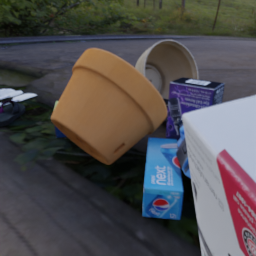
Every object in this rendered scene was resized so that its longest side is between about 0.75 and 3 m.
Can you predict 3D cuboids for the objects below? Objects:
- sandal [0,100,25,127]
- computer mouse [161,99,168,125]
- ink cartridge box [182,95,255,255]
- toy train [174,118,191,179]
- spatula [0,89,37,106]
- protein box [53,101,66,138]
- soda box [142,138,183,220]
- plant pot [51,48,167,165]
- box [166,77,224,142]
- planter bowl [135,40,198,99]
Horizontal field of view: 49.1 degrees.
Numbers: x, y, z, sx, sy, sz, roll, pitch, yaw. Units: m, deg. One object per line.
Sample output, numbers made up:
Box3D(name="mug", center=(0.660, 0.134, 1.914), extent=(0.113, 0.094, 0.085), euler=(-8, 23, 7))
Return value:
Box3D(name="sandal", center=(-4.632, -0.695, 10.901), extent=(0.873, 0.556, 2.324), euler=(-2, 21, -4))
Box3D(name="computer mouse", center=(1.846, -0.513, 10.576), extent=(1.485, 0.487, 2.115), euler=(5, 27, 5))
Box3D(name="ink cartridge box", center=(1.598, 1.406, 2.867), extent=(1.232, 2.955, 2.146), euler=(-14, 24, -2))
Box3D(name="toy train", center=(1.875, 0.495, 6.458), extent=(1.582, 1.201, 2.770), euler=(35, 16, -11))
Box3D(name="spatula", center=(-6.021, -1.290, 12.863), extent=(2.071, 0.239, 2.979), euler=(18, 29, 24))
Box3D(name="protein box", center=(-1.863, -0.353, 9.710), extent=(1.287, 0.875, 1.297), euler=(-4, 23, -8))
Box3D(name="soda box", center=(0.791, 1.053, 6.551), extent=(0.783, 0.740, 2.308), euler=(4, 24, 5))
Box3D(name="plant pot", center=(-0.669, -0.371, 7.405), extent=(2.818, 2.818, 1.972), euler=(23, 69, 43))
Box3D(name="box", center=(2.048, -0.489, 8.703), extent=(1.414, 1.911, 0.997), euler=(14, 25, 32))
Box3D(name="planter bowl", center=(1.319, -2.118, 11.988), extent=(2.784, 2.784, 1.874), euler=(-14, 7, -30))
